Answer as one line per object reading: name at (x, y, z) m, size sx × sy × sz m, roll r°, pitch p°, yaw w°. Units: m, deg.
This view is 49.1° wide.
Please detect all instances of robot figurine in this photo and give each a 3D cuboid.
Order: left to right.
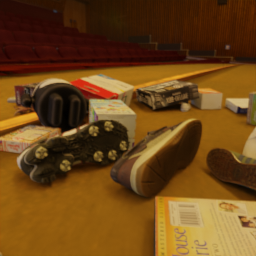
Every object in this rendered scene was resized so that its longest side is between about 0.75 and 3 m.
robot figurine at (-2.292, -0.803, 9.220) m, size 1.613 × 1.942 × 2.585 m, roll -47°, pitch 28°, yaw -5°

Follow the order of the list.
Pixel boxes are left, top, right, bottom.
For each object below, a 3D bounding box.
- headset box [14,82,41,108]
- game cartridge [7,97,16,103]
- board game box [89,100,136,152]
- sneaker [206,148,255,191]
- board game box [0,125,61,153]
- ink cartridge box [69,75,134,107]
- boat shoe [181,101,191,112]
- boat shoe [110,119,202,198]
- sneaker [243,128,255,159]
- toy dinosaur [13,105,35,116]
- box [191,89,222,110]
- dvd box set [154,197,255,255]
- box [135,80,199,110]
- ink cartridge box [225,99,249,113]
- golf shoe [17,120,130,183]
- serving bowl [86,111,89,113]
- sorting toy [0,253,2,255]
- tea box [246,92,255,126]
headset box at (-3.745, -1.520, 12.883) m, size 2.607 × 0.978 × 1.938 m, roll 10°, pitch 19°, yaw 30°
game cartridge at (-5.626, -1.424, 14.043) m, size 0.625 × 0.192 × 0.938 m, roll -3°, pitch 16°, yaw 3°
board game box at (-0.528, -0.125, 7.951) m, size 1.041 × 1.023 × 1.986 m, roll 0°, pitch 16°, yaw -13°
sneaker at (2.376, 0.890, 5.463) m, size 0.828 × 0.619 × 1.845 m, roll 18°, pitch 1°, yaw -21°
board game box at (-2.723, 0.295, 7.815) m, size 1.084 × 0.331 × 1.431 m, roll 5°, pitch 17°, yaw 18°
ink cartridge box at (-1.070, -1.312, 11.353) m, size 1.743 × 1.009 × 2.999 m, roll 22°, pitch 22°, yaw 12°
boat shoe at (2.528, -1.009, 12.202) m, size 0.429 × 0.390 × 1.167 m, roll 3°, pitch 17°, yaw 11°
boat shoe at (0.743, 0.421, 6.016) m, size 0.958 × 1.082 × 2.956 m, roll 11°, pitch 20°, yaw 33°
sneaker at (3.312, -0.384, 5.844) m, size 1.212 × 2.863 × 1.042 m, roll 34°, pitch 8°, yaw -38°
toy dinosaur at (-4.199, -0.731, 11.320) m, size 0.626 × 0.396 × 0.923 m, roll 12°, pitch 25°, yaw 17°
box at (3.525, -1.337, 12.738) m, size 0.913 × 0.715 × 1.467 m, roll -2°, pitch 16°, yaw -6°
dvd box set at (1.743, 1.574, 3.261) m, size 2.897 × 0.426 × 2.120 m, roll 2°, pitch 16°, yaw 4°
box at (1.687, -1.580, 12.826) m, size 2.115 × 0.667 × 2.682 m, roll -14°, pitch 15°, yaw -8°
ink cartridge box at (5.299, -0.867, 11.703) m, size 1.911 × 0.389 × 1.914 m, roll 0°, pitch 16°, yaw 1°
golf shoe at (-1.150, 0.389, 6.288) m, size 2.642 × 1.020 × 1.164 m, roll -12°, pitch 8°, yaw -39°
serving bowl at (-2.036, -0.977, 12.001) m, size 1.365 × 0.449 × 1.365 m, roll -1°, pitch 16°, yaw 0°
sorting toy at (-3.037, 1.654, 3.156) m, size 2.142 × 0.422 × 2.314 m, roll 11°, pitch 15°, yaw 34°
tea box at (5.303, -0.633, 9.551) m, size 1.700 × 1.136 × 1.673 m, roll -9°, pitch 19°, yaw -29°
